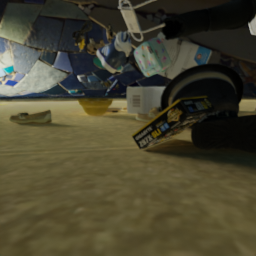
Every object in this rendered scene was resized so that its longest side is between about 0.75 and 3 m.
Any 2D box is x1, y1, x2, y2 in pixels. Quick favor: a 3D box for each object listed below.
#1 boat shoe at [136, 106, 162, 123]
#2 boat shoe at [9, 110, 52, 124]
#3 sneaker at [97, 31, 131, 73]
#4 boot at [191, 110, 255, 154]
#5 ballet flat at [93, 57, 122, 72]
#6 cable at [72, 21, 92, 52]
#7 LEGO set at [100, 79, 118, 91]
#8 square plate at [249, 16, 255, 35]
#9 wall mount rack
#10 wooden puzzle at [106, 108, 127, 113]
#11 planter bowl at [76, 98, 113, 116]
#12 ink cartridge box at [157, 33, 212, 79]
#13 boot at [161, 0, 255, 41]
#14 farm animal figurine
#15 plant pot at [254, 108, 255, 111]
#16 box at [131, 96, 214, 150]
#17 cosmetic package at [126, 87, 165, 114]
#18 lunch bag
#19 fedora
[{"bbox_3d":[1.078,-0.463,9.789,1.756,0.583,0.650,4,9,29],"label":"boat shoe"},{"bbox_3d":[-3.428,-0.411,9.840,1.483,0.467,0.541,1,8,7],"label":"boat shoe"},{"bbox_3d":[-0.402,-2.827,9.910,0.753,1.368,1.868,30,21,-28],"label":"sneaker"},{"bbox_3d":[2.311,0.018,5.811,1.928,0.725,1.441,3,8,23],"label":"boot"},{"bbox_3d":[-1.056,-3.182,14.366,1.570,0.530,0.490,19,-1,-1],"label":"ballet flat"},{"bbox_3d":[-1.839,-3.874,11.409,0.395,0.762,1.569,-12,-19,-40],"label":"cable"},{"bbox_3d":[-0.748,-1.782,11.546,0.809,0.525,0.229,27,48,0],"label":"LEGO set"},{"bbox_3d":[5.779,-4.497,12.022,1.562,0.224,1.577,35,-9,48],"label":"square plate"},{"bbox_3d":[0.351,-3.187,8.026,1.187,1.366,0.509,18,60,39],"label":"wall mount rack"},{"bbox_3d":[-0.946,-0.930,14.528,2.135,0.250,1.441,1,4,8],"label":"wooden puzzle"},{"bbox_3d":[-1.502,-0.963,12.876,1.710,0.712,1.710,0,10,0],"label":"planter bowl"},{"bbox_3d":[2.375,-3.169,13.096,2.474,1.795,1.036,24,21,12],"label":"ink cartridge box"},{"bbox_3d":[2.564,-3.632,9.433,2.182,0.985,2.662,-18,16,-23],"label":"boot"},{"bbox_3d":[-0.828,-3.586,12.241,1.760,0.885,1.421,-28,-30,18],"label":"farm animal figurine"},{"bbox_3d":[6.414,-1.175,11.062,2.035,1.897,1.897,25,17,20],"label":"plant pot"},{"bbox_3d":[0.986,-0.135,5.831,1.269,0.392,1.589,-37,-13,32],"label":"box"},{"bbox_3d":[0.973,-1.420,14.057,0.960,1.318,2.593,5,8,30],"label":"cosmetic package"},{"bbox_3d":[0.977,-2.846,11.540,0.664,1.381,1.722,-28,9,-19],"label":"lunch bag"},{"bbox_3d":[2.107,-0.595,7.654,2.360,2.360,1.078,-1,39,-5],"label":"fedora"}]
